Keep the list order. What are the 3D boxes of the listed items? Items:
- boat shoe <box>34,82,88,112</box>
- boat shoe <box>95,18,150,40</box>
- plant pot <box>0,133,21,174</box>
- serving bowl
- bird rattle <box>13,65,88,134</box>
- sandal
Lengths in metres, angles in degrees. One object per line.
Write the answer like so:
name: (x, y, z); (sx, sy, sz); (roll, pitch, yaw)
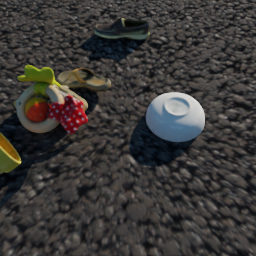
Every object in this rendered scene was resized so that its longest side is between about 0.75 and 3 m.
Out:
boat shoe: (-2.257, -1.035, 9.402); (2.068, 0.773, 0.707); (37, 54, 17)
boat shoe: (-0.249, -4.334, 11.994); (2.387, 0.774, 0.874); (1, 51, 1)
plant pot: (-3.847, 0.828, 7.571); (1.268, 1.348, 1.348); (-39, 59, -9)
serving bowl: (1.538, -0.493, 8.986); (1.917, 0.631, 1.917); (0, 52, 0)
bird rattle: (-2.515, -0.681, 8.790); (1.956, 1.351, 2.399); (-37, 86, 11)
sandal: (-1.586, -1.803, 9.993); (2.122, 0.573, 0.852); (14, 49, 24)
